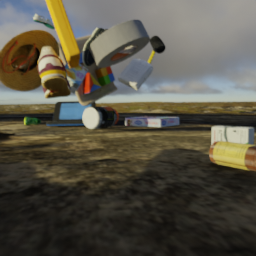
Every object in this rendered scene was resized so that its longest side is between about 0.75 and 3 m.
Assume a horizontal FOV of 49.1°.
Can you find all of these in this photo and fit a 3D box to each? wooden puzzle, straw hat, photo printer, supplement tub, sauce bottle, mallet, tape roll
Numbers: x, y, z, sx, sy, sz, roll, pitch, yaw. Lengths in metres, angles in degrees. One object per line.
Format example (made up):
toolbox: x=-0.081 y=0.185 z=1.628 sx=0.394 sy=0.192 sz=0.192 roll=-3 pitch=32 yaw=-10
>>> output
wooden puzzle: x=-1.705 y=-2.824 z=13.072 sx=0.693 sy=2.995 sz=2.774 roll=-14 pitch=15 yaw=38
straw hat: x=-3.677 y=-2.514 z=9.699 sx=1.048 sy=2.477 sz=2.477 roll=36 pitch=20 yaw=22
photo printer: x=0.344 y=-2.312 z=11.820 sx=1.085 sy=1.304 sz=0.453 roll=30 pitch=-15 yaw=29
supplement tub: x=-1.411 y=-0.559 z=14.907 sx=1.164 sy=1.164 sz=1.899 roll=3 pitch=5 yaw=33
sauce bottle: x=2.256 y=0.555 z=5.193 sx=0.502 sy=0.502 sz=1.520 roll=-4 pitch=8 yaw=-39
mallet: x=1.028 y=-3.442 z=14.385 sx=0.560 sy=0.896 sz=2.721 roll=0 pitch=-35 yaw=-28
tape roll: x=-0.236 y=-2.328 z=7.870 sx=1.663 sy=0.549 sz=1.663 roll=-26 pitch=-1 yaw=0

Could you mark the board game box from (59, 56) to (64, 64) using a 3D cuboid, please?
board game box: x=-4.024 y=-4.075 z=15.470 sx=1.153 sy=1.156 sz=0.238 roll=1 pitch=11 yaw=-21

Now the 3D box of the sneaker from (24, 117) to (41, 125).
sneaker: x=-6.004 y=-0.431 z=17.569 sx=0.575 sy=0.509 sz=1.375 roll=-3 pitch=3 yaw=18

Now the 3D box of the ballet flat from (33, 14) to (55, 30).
ballet flat: x=-3.298 y=-4.225 z=11.104 sx=0.334 sy=0.334 sz=0.961 roll=4 pitch=-4 yaw=42

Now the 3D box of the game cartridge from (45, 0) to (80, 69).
game cartridge: x=-1.977 y=-3.080 z=8.407 sx=0.427 sy=2.322 sz=2.634 roll=-20 pitch=9 yaw=-10

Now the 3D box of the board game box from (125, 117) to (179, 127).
board game box: x=1.492 y=-0.392 z=17.066 sx=2.434 sy=0.501 sz=2.428 roll=3 pitch=5 yaw=35

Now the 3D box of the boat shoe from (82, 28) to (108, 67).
boat shoe: x=-1.185 y=-3.181 z=10.962 sx=0.635 sy=1.916 sz=0.716 roll=4 pitch=-35 yaw=28

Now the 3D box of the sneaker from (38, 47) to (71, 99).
sneaker: x=-2.325 y=-1.662 z=8.856 sx=0.936 sy=1.125 sz=2.498 roll=-9 pitch=-5 yaw=-15

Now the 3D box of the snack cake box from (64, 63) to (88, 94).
snack cake box: x=-2.077 y=-1.958 z=10.431 sx=0.834 sy=0.487 sz=1.450 roll=32 pitch=31 yaw=-15

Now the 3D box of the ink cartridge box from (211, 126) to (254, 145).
ink cartridge box: x=2.542 y=0.315 z=6.868 sx=0.388 sy=0.685 sz=0.934 roll=-5 pitch=5 yaw=-45

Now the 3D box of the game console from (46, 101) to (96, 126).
game console: x=-3.336 y=-0.901 z=16.659 sx=2.599 sy=1.538 sz=2.219 roll=-2 pitch=1 yaw=2
